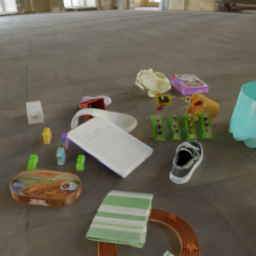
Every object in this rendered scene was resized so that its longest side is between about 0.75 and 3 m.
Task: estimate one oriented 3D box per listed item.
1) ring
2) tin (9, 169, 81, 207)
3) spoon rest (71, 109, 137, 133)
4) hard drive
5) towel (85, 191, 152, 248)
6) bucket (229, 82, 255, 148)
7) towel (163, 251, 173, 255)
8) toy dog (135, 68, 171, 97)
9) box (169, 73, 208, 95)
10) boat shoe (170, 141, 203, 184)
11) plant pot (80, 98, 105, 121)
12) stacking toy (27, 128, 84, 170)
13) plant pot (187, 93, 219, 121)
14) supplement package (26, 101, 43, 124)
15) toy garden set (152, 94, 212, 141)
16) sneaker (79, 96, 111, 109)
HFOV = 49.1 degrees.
[{"bbox_3d":[0.508,2.909,7.160,2.580,0.248,2.580,-2,25,1],"label":"ring"},{"bbox_3d":[-2.621,1.894,8.949,2.257,0.472,1.264,5,35,8],"label":"tin"},{"bbox_3d":[-1.066,-0.320,12.275,2.914,0.883,1.448,4,30,8],"label":"spoon rest"},{"bbox_3d":[-0.677,0.605,10.588,2.723,0.345,1.797,32,42,23],"label":"hard drive"},{"bbox_3d":[-0.141,2.468,7.890,1.511,0.232,1.981,3,24,12],"label":"towel"},{"bbox_3d":[5.851,-0.557,11.597,3.040,1.978,3.040,0,31,0],"label":"bucket"},{"bbox_3d":[1.252,3.667,6.124,1.829,0.214,1.395,23,37,34],"label":"towel"},{"bbox_3d":[1.334,-2.767,16.017,1.927,1.387,1.987,-8,29,-34],"label":"toy dog"},{"bbox_3d":[3.524,-2.619,16.610,1.529,0.437,2.234,-7,31,-12],"label":"box"},{"bbox_3d":[2.129,0.964,10.114,0.895,0.828,2.424,18,35,27],"label":"boat shoe"},{"bbox_3d":[-1.735,-0.902,13.268,0.972,0.971,0.856,-24,29,-36],"label":"plant pot"},{"bbox_3d":[-2.501,0.824,10.697,1.916,0.597,2.542,-1,32,1],"label":"stacking toy"},{"bbox_3d":[3.519,-0.879,13.025,1.153,1.259,1.259,13,29,-8],"label":"plant pot"},{"bbox_3d":[-4.405,-0.727,13.178,0.646,0.648,1.104,-10,32,-16],"label":"supplement package"},{"bbox_3d":[2.242,-0.544,11.782,2.456,0.490,2.048,-3,73,-6],"label":"toy garden set"},{"bbox_3d":[-1.687,-1.153,14.086,1.562,0.566,0.891,-3,33,15],"label":"sneaker"}]
